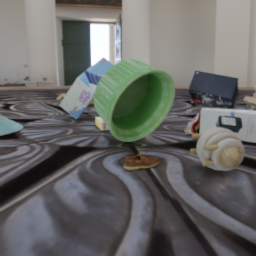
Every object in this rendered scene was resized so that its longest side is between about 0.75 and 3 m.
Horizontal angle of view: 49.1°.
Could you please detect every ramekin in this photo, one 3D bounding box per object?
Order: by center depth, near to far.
[{"bbox_3d":[0.120,-0.769,7.436,2.103,2.103,1.027,-9,39,-38],"label":"ramekin"}]

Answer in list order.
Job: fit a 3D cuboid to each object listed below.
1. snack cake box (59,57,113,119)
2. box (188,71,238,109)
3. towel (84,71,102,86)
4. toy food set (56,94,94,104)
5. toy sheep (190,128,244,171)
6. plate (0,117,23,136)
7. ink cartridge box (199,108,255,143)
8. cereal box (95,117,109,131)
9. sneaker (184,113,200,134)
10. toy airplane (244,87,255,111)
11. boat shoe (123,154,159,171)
[{"bbox_3d":[-1.647,-1.828,12.260,0.966,1.654,2.876,40,35,-8],"label":"snack cake box"},{"bbox_3d":[2.833,-1.176,9.231,1.393,0.725,1.269,16,-11,26],"label":"box"},{"bbox_3d":[-0.635,-1.321,8.147,1.224,0.146,0.886,19,-10,6],"label":"towel"},{"bbox_3d":[-2.911,-1.564,17.194,2.718,0.545,1.876,6,18,0],"label":"toy food set"},{"bbox_3d":[1.760,0.400,5.551,0.928,0.928,1.345,-2,23,-10],"label":"toy sheep"},{"bbox_3d":[-5.075,-0.069,9.337,2.928,0.374,2.928,-1,11,0],"label":"plate"},{"bbox_3d":[3.287,-0.114,8.205,1.941,0.804,1.414,9,10,41],"label":"ink cartridge box"},{"bbox_3d":[-0.270,-0.191,10.053,1.673,0.331,1.203,-3,11,-16],"label":"cereal box"},{"bbox_3d":[2.137,-0.153,8.985,0.439,0.416,1.069,-18,16,47],"label":"sneaker"},{"bbox_3d":[5.514,-0.867,11.393,1.666,1.176,1.659,37,36,13],"label":"toy airplane"},{"bbox_3d":[0.280,0.671,5.681,0.797,0.269,0.287,-5,12,-26],"label":"boat shoe"}]
